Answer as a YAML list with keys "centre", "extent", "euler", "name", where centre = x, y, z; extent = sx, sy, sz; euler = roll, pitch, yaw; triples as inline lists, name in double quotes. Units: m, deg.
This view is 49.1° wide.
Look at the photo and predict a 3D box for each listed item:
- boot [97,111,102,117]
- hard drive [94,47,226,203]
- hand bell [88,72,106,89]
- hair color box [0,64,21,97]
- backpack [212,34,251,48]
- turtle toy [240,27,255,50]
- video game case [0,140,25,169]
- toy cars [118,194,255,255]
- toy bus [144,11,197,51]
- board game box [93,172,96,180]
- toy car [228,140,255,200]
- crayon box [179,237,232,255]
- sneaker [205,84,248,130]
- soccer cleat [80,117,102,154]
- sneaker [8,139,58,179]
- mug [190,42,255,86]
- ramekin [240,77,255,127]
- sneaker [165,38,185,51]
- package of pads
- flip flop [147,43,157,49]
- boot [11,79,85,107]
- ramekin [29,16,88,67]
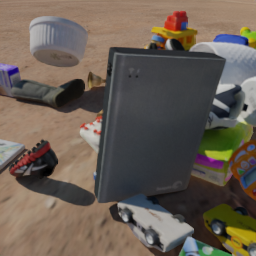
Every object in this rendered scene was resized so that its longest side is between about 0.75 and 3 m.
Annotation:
- centre: [-0.091, -0.362, 8.504]
  extent: [1.512, 0.532, 1.082]
  euler: [19, 30, 22]
  name: "boot"
- centre: [0.485, 0.049, 5.204]
  extent: [2.020, 2.895, 0.476]
  euler: [-4, 31, -22]
  name: "hard drive"
- centre: [-0.911, -1.850, 11.149]
  extent: [1.273, 0.663, 0.663]
  euler: [1, 28, -25]
  name: "hand bell"
- centre: [-4.947, -1.870, 10.532]
  extent: [1.872, 1.023, 0.607]
  euler: [13, 34, 22]
  name: "hair color box"
- centre: [3.879, -2.568, 10.839]
  extent: [1.942, 2.005, 2.389]
  euler: [19, 31, 16]
  name: "backpack"
- centre: [6.682, -4.140, 14.127]
  extent: [2.448, 1.237, 1.784]
  euler: [5, 43, 5]
  name: "turtle toy"
- centre: [-3.418, 0.678, 7.109]
  extent: [1.058, 0.128, 1.161]
  euler: [10, 32, 16]
  name: "video game case"
- centre: [1.173, 1.802, 4.733]
  extent: [2.912, 0.645, 1.305]
  euler: [4, 18, 13]
  name: "toy cars"
- centre: [1.773, -3.793, 12.350]
  extent: [2.628, 2.523, 1.783]
  euler: [-20, 37, -29]
  name: "toy bus"
- centre: [-0.103, 1.091, 6.344]
  extent: [1.141, 0.197, 0.772]
  euler: [-19, 35, -29]
  name: "board game box"
- centre: [3.052, 0.591, 4.622]
  extent: [2.733, 1.341, 0.910]
  euler: [-32, 6, 38]
  name: "toy car"
- centre: [1.627, 2.577, 3.392]
  extent: [2.504, 0.646, 1.574]
  euler: [16, 34, 24]
  name: "crayon box"
- centre: [2.002, -0.743, 7.013]
  extent: [1.751, 1.074, 2.691]
  euler: [7, 26, 6]
  name: "sneaker"
- centre: [-0.624, 0.267, 6.532]
  extent: [0.737, 0.825, 2.128]
  euler: [-26, 16, -13]
  name: "soccer cleat"
- centre: [-2.052, 0.842, 6.125]
  extent: [1.473, 0.720, 0.521]
  euler: [-31, 14, 34]
  name: "sneaker"
- centre: [3.004, -1.635, 8.915]
  extent: [2.259, 1.902, 2.577]
  euler: [-6, 5, -22]
  name: "mug"
- centre: [3.191, -0.632, 6.647]
  extent: [0.628, 1.288, 1.288]
  euler: [-10, 32, -18]
  name: "ramekin"
- centre: [1.582, -2.404, 10.600]
  extent: [1.446, 2.394, 1.001]
  euler: [-21, 65, 27]
  name: "sneaker"
- centre: [1.987, 0.254, 7.121]
  extent: [1.907, 0.842, 2.468]
  euler: [18, 35, 27]
  name: "package of pads"
- centre: [0.729, -2.612, 11.118]
  extent: [0.625, 1.541, 0.444]
  euler: [-1, 20, -43]
  name: "flip flop"
- centre: [-2.885, -1.417, 10.225]
  extent: [2.062, 0.748, 1.875]
  euler: [11, 30, 30]
  name: "boot"
- centre: [-2.449, -2.893, 9.772]
  extent: [1.993, 1.046, 1.993]
  euler: [4, -9, 1]
  name: "ramekin"
